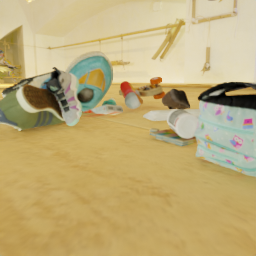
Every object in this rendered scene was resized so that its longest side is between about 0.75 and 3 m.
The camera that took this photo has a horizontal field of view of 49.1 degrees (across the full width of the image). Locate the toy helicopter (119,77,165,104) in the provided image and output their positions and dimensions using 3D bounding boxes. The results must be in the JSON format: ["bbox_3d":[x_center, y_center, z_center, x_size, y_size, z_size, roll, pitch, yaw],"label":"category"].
[{"bbox_3d":[0.422,-1.510,11.905,2.144,0.846,1.418,4,29,39],"label":"toy helicopter"}]

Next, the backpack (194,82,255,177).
[{"bbox_3d":[1.821,0.036,4.057,1.612,1.223,1.932,8,4,-32],"label":"backpack"}]

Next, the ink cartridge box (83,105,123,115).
[{"bbox_3d":[-0.856,-0.530,9.484,1.065,0.267,0.863,-16,-9,35],"label":"ink cartridge box"}]

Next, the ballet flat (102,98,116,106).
[{"bbox_3d":[-0.642,-0.903,9.829,0.301,0.314,0.893,34,-20,-24],"label":"ballet flat"}]

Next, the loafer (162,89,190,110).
[{"bbox_3d":[1.741,-1.019,10.321,0.670,0.689,1.888,-24,-17,25],"label":"loafer"}]

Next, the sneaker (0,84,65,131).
[{"bbox_3d":[-2.493,-0.425,7.250,1.166,0.871,2.597,-25,-7,6],"label":"sneaker"}]

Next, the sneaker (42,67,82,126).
[{"bbox_3d":[-1.789,-0.861,7.291,0.607,1.563,1.093,-24,-27,25],"label":"sneaker"}]

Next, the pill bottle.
[{"bbox_3d":[1.109,-0.118,5.793,0.486,0.486,0.853,-1,14,-7],"label":"pill bottle"}]

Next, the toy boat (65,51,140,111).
[{"bbox_3d":[-0.908,-1.436,10.113,2.905,2.442,1.350,9,38,-30],"label":"toy boat"}]

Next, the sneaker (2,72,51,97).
[{"bbox_3d":[-2.962,-1.008,9.143,1.114,1.279,2.843,-10,22,16],"label":"sneaker"}]

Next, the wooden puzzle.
[{"bbox_3d":[1.113,0.186,6.112,0.900,0.107,1.518,-9,16,-41],"label":"wooden puzzle"}]

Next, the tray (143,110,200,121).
[{"bbox_3d":[1.617,-0.423,8.765,2.115,0.235,1.136,-2,7,-11],"label":"tray"}]
